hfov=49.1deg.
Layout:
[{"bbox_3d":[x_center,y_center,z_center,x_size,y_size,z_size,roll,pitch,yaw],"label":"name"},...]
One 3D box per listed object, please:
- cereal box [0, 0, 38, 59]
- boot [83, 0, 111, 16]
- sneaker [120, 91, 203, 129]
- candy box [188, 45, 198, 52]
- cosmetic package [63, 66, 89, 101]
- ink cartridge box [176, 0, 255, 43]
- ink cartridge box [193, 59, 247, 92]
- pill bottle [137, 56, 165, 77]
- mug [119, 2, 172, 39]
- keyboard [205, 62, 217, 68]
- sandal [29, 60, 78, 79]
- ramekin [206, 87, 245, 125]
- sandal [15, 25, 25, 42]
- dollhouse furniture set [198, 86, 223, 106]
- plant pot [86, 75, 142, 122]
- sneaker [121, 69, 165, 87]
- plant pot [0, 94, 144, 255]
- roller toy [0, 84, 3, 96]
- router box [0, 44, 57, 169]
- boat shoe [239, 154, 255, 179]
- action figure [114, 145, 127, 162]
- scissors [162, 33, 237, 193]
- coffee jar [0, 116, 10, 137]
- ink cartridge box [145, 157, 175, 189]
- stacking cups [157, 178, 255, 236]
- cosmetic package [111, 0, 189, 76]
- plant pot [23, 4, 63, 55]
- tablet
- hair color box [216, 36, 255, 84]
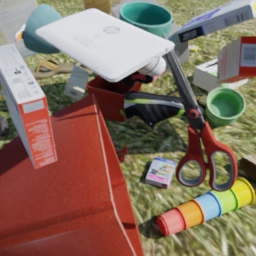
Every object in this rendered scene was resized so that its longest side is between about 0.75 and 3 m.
[{"bbox_3d":[-3.787,-3.366,8.851,2.080,2.892,0.571,-21,63,-9],"label":"cereal box"},{"bbox_3d":[-1.108,-3.361,8.499,0.800,2.197,1.708,-26,34,-17],"label":"boot"},{"bbox_3d":[0.821,-0.398,7.154,2.085,0.863,0.748,12,15,19],"label":"sneaker"},{"bbox_3d":[3.073,-4.233,14.769,1.120,0.148,0.573,16,42,20],"label":"candy box"},{"bbox_3d":[-1.439,-1.268,7.867,0.510,0.360,0.986,22,43,-17],"label":"cosmetic package"},{"bbox_3d":[2.349,-2.833,7.211,1.795,0.427,1.816,-11,22,35],"label":"ink cartridge box"},{"bbox_3d":[4.034,-2.254,11.615,2.401,0.808,1.406,-25,44,-29],"label":"ink cartridge box"},{"bbox_3d":[0.260,-1.182,4.692,0.494,0.494,0.826,37,9,38],"label":"pill bottle"},{"bbox_3d":[0.252,-2.405,6.990,1.547,0.957,1.271,-4,49,-12],"label":"mug"},{"bbox_3d":[3.186,-2.393,10.341,0.836,0.166,0.435,-24,6,-40],"label":"keyboard"},{"bbox_3d":[-3.347,-2.712,12.375,2.307,0.623,0.926,-14,40,-18],"label":"sandal"},{"bbox_3d":[3.217,-0.696,9.423,1.236,0.604,1.236,-2,63,5],"label":"ramekin"},{"bbox_3d":[-2.902,-2.576,7.768,0.228,0.305,0.797,21,44,-12],"label":"sandal"},{"bbox_3d":[3.363,-0.932,10.364,0.958,0.781,0.911,-43,35,-6],"label":"dollhouse furniture set"},{"bbox_3d":[-0.422,-1.066,9.668,1.463,1.291,1.465,17,41,21],"label":"plant pot"},{"bbox_3d":[0.352,-1.449,7.343,0.678,0.576,1.564,-31,27,-28],"label":"sneaker"},{"bbox_3d":[-1.290,1.526,5.269,2.511,2.847,2.850,-17,39,0],"label":"plant pot"},{"bbox_3d":[-3.828,-1.286,8.165,0.759,0.692,0.530,38,63,7],"label":"roller toy"},{"bbox_3d":[-1.090,-0.229,2.929,0.245,0.900,1.003,-21,51,-24],"label":"router box"},{"bbox_3d":[3.733,1.215,7.228,0.563,0.622,1.744,-20,40,-23],"label":"boat shoe"},{"bbox_3d":[-1.039,0.614,8.177,1.955,0.505,0.639,3,40,9],"label":"action figure"},{"bbox_3d":[1.191,-0.107,4.512,1.062,2.904,0.202,-2,28,17],"label":"scissors"},{"bbox_3d":[-4.438,0.000,8.787,1.284,0.670,0.548,-5,35,-8],"label":"coffee jar"},{"bbox_3d":[0.912,1.154,7.659,0.620,0.218,1.038,13,37,15],"label":"ink cartridge box"},{"bbox_3d":[1.760,1.827,6.476,2.294,0.694,0.694,-16,40,-14],"label":"stacking cups"},{"bbox_3d":[0.637,-2.964,8.811,1.420,1.199,2.659,-31,63,-1],"label":"cosmetic package"},{"bbox_3d":[-1.838,-2.229,6.726,0.773,1.148,1.148,29,42,4],"label":"plant pot"},{"bbox_3d":[-0.346,-1.171,3.657,1.073,0.113,1.649,-35,54,-28],"label":"tablet"},{"bbox_3d":[2.909,-1.760,7.545,0.553,0.959,1.728,2,3,-2],"label":"hair color box"}]
